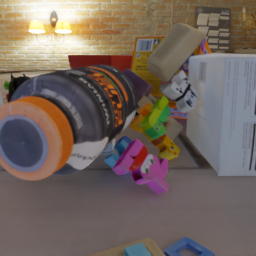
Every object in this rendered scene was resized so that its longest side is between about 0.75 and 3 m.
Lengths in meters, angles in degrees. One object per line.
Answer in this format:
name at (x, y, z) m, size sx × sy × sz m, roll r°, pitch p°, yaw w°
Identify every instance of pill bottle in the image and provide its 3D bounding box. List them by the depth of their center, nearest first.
pill bottle at (-0.846, -0.187, 4.417) m, size 1.447 × 1.447 × 2.725 m, roll 4°, pitch 17°, yaw 15°

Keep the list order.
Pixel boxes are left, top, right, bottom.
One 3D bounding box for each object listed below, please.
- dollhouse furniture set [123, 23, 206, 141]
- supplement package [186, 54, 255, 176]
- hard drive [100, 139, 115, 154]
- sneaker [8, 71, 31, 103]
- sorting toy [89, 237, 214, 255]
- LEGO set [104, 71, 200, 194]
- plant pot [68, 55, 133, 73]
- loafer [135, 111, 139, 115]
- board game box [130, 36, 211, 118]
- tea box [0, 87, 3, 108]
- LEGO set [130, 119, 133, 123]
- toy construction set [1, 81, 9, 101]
dollhouse furniture set at (1.399, -1.025, 7.374) m, size 2.180 × 2.752 × 1.953 m, roll 43°, pitch 5°, yaw 35°
supplement package at (2.942, -0.484, 5.887) m, size 2.864 × 2.106 × 2.739 m, roll -1°, pitch 14°, yaw -1°
hard drive at (-1.115, 0.122, 7.117) m, size 1.616 × 0.327 × 2.450 m, roll -1°, pitch 14°, yaw 1°
sneaker at (-3.360, -0.926, 8.739) m, size 0.856 × 1.487 × 2.850 m, roll 3°, pitch 12°, yaw -25°
sorting toy at (-0.042, 1.356, 2.383) m, size 2.144 × 0.292 × 1.207 m, roll -7°, pitch 16°, yaw -24°
LEGO set at (0.603, 0.244, 5.233) m, size 1.054 × 1.134 × 2.763 m, roll -34°, pitch 15°, yaw 47°
plant pot at (-1.272, -2.538, 13.953) m, size 2.439 × 2.151 × 2.441 m, roll 7°, pitch 15°, yaw 27°
loafer at (-0.197, -0.946, 9.921) m, size 1.537 × 0.559 × 0.556 m, roll 26°, pitch 26°, yaw -30°
board game box at (1.403, -1.502, 8.856) m, size 2.068 × 2.066 × 2.067 m, roll 7°, pitch -5°, yaw 26°
tea box at (-4.621, -0.886, 7.422) m, size 2.110 × 2.145 × 1.433 m, roll 7°, pitch 16°, yaw 26°
LEGO set at (-0.511, -0.598, 9.052) m, size 1.378 × 0.798 × 1.060 m, roll -3°, pitch 15°, yaw -14°
toy construction set at (-5.531, -1.239, 10.517) m, size 2.526 × 2.107 × 1.941 m, roll 12°, pitch 23°, yaw -37°
